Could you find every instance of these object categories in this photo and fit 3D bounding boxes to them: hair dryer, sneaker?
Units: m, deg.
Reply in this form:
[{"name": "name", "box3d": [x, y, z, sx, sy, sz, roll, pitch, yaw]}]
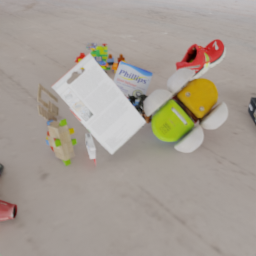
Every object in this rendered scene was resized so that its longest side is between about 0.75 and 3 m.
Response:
[{"name": "hair dryer", "box3d": [-3.775, 1.573, 7.074, 2.716, 0.738, 2.068, 25, 40, 31]}, {"name": "sneaker", "box3d": [2.897, -2.872, 11.078, 2.695, 1.144, 1.038, -43, 36, -22]}]

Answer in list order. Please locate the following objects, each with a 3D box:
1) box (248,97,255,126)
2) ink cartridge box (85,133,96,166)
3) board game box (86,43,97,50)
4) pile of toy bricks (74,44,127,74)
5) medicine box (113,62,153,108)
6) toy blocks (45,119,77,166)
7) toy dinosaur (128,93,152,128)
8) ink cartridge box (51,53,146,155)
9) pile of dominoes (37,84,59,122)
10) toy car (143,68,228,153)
[{"name": "box", "box3d": [6.020, -0.257, 9.871, 2.857, 0.622, 2.288, 2, 34, 3]}, {"name": "ink cartridge box", "box3d": [-1.119, 0.674, 8.368, 0.184, 0.723, 0.821, -7, 32, -14]}, {"name": "board game box", "box3d": [-2.287, -5.107, 17.512, 0.554, 0.141, 0.819, 1, 34, 2]}, {"name": "pile of toy bricks", "box3d": [-1.299, -3.601, 14.210, 2.688, 1.327, 1.491, -1, 34, -1]}, {"name": "medicine box", "box3d": [0.064, -1.577, 10.684, 1.316, 1.445, 0.744, 19, -4, -3]}, {"name": "toy blocks", "box3d": [-2.143, 0.361, 8.486, 0.953, 1.393, 0.696, 13, 30, 42]}, {"name": "toy dinosaur", "box3d": [0.331, -0.571, 9.413, 0.808, 1.074, 1.582, 3, -6, 22]}, {"name": "ink cartridge box", "box3d": [-0.840, -0.656, 8.117, 1.440, 2.643, 0.666, -43, 23, -8]}, {"name": "pile of dominoes", "box3d": [-2.630, -0.686, 9.003, 0.206, 1.295, 1.010, -7, 70, 13]}, {"name": "toy car", "box3d": [1.742, -0.517, 9.180, 2.478, 1.858, 2.168, -42, 90, -9]}]
